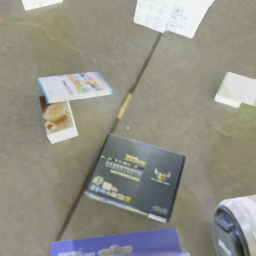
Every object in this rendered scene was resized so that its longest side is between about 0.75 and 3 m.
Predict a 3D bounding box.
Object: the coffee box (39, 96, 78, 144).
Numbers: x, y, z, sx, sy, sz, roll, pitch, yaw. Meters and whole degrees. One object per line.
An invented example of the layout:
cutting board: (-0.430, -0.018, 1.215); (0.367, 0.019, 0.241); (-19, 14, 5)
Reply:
coffee box: (-1.807, -0.308, 7.225); (0.698, 0.487, 1.221); (-19, 61, -7)

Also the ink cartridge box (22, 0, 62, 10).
ink cartridge box: (-3.249, -4.708, 9.731); (1.648, 0.556, 0.960); (-18, 62, -12)

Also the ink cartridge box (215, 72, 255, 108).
ink cartridge box: (3.170, -0.964, 7.647); (1.291, 0.310, 0.940); (23, 62, 21)

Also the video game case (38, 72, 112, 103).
video game case: (-1.397, -1.094, 7.328); (1.657, 0.148, 1.186); (-12, 38, -23)

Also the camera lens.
camera lens: (2.774, 2.056, 5.230); (2.067, 1.654, 1.654); (-8, 61, -5)

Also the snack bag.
snack bag: (1.224, -3.379, 8.013); (1.982, 1.869, 0.212); (19, 69, -2)

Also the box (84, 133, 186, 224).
box: (0.190, 1.106, 6.442); (1.956, 0.499, 1.543); (17, 61, 9)

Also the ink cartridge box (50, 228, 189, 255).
ink cartridge box: (-0.131, 3.037, 4.822); (2.749, 0.654, 2.782); (-6, 44, -4)
